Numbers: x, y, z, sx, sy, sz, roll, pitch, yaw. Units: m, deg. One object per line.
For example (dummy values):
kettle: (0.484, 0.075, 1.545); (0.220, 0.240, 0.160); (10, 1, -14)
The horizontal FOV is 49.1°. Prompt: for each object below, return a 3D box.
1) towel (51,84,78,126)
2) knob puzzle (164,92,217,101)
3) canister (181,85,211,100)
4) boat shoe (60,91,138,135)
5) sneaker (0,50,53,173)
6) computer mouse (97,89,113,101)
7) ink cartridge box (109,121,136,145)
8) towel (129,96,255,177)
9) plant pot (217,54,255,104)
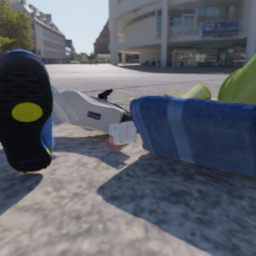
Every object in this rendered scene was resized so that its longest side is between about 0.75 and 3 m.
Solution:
towel: (-2.296, -0.491, 7.472); (1.704, 1.251, 0.203); (-11, 38, 31)
knob puzzle: (3.433, -1.037, 12.550); (3.193, 0.443, 3.193); (8, 18, -3)
canister: (1.691, -0.556, 8.495); (1.661, 0.719, 1.234); (-38, -2, -39)
boat shoe: (-0.906, -0.385, 8.723); (2.820, 1.053, 1.307); (24, 7, 32)
sneaker: (-1.821, -0.337, 4.872); (0.972, 2.949, 1.156); (-4, 57, -16)
computer mouse: (-1.030, -1.137, 11.425); (0.688, 0.399, 2.346); (-18, -1, -17)
ink cartridge box: (-0.072, 0.137, 7.043); (0.870, 0.507, 0.294); (-9, -15, 39)
towel: (1.365, 0.049, 5.884); (2.823, 1.576, 0.685); (11, 44, 41)
plant pot: (3.701, -1.072, 6.846); (2.471, 2.471, 2.271); (1, -21, 4)
